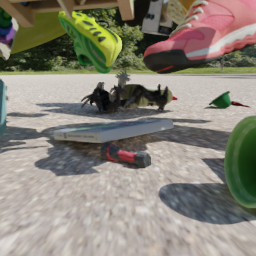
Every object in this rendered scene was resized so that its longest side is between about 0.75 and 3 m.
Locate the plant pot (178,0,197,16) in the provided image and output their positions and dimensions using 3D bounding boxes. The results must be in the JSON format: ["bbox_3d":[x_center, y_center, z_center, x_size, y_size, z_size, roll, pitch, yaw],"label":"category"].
[{"bbox_3d":[2.260,-2.658,5.746,2.039,2.227,2.227,-34,3,18],"label":"plant pot"}]

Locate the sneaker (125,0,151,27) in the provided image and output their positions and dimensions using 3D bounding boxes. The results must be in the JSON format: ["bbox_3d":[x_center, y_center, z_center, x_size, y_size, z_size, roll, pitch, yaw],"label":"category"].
[{"bbox_3d":[0.202,-2.315,4.829,0.421,1.008,0.608,16,44,-14],"label":"sneaker"}]

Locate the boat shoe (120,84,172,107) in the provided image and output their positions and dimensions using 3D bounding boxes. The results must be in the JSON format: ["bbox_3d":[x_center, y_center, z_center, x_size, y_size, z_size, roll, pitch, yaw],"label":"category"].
[{"bbox_3d":[0.565,-1.243,10.841,2.268,0.847,0.776,4,7,-27],"label":"boat shoe"}]

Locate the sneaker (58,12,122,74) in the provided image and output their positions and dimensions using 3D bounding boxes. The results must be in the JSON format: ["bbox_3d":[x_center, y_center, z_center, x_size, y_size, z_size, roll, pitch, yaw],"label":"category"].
[{"bbox_3d":[-0.983,-1.914,6.134,0.835,0.942,2.254,-4,38,-34],"label":"sneaker"}]

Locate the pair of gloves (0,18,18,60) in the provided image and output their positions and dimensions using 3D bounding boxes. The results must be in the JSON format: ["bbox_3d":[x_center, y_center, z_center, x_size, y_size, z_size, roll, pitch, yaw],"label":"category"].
[{"bbox_3d":[-3.068,-2.529,6.187,0.322,1.838,1.563,-12,53,6],"label":"pair of gloves"}]

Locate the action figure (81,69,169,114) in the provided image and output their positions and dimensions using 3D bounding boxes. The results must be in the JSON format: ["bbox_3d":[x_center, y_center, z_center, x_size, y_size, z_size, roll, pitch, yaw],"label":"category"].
[{"bbox_3d":[-0.166,-1.208,9.288,2.771,1.414,1.647,-1,23,-11],"label":"action figure"}]

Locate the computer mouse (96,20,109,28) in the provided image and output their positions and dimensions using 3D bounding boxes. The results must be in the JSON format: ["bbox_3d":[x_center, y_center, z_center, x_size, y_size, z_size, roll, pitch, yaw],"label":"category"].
[{"bbox_3d":[-1.002,-2.700,7.398,1.009,0.296,0.172,-6,0,4],"label":"computer mouse"}]

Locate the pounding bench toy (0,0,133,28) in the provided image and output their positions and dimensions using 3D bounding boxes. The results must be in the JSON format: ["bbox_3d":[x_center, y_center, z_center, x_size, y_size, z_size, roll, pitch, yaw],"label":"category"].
[{"bbox_3d":[-1.101,-2.607,3.355,2.072,1.650,2.656,-2,-5,6],"label":"pounding bench toy"}]

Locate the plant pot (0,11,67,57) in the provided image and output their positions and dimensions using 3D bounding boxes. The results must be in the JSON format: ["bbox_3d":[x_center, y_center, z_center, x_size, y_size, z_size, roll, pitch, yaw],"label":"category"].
[{"bbox_3d":[-3.196,-3.249,8.086,2.507,2.346,2.346,-35,16,-1],"label":"plant pot"}]

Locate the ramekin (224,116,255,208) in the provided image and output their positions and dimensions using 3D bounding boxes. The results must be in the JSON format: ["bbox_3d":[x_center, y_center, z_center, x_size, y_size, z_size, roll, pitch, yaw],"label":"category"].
[{"bbox_3d":[1.559,0.387,3.137,0.494,1.011,1.011,6,12,-10],"label":"ramekin"}]

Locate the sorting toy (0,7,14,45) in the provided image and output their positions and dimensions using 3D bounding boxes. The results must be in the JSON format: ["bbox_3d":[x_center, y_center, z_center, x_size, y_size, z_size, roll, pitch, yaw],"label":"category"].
[{"bbox_3d":[-2.309,-2.974,5.166,0.947,2.731,0.941,3,-14,-38],"label":"sorting toy"}]

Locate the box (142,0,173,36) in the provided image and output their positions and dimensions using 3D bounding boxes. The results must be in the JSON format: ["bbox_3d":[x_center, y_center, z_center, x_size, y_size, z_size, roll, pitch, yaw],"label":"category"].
[{"bbox_3d":[1.131,-4.303,9.832,0.586,1.948,1.136,0,18,-29],"label":"box"}]

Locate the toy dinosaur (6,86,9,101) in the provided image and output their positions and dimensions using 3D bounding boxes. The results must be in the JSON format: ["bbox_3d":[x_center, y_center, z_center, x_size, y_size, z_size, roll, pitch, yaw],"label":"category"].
[{"bbox_3d":[-5.711,-1.430,11.851,1.164,0.670,2.302,-7,14,-22],"label":"toy dinosaur"}]

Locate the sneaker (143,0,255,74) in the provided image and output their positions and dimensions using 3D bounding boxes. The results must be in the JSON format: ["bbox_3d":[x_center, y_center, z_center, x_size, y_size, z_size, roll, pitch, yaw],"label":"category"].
[{"bbox_3d":[1.191,-1.617,4.418,2.559,1.110,0.943,-25,11,-26],"label":"sneaker"}]

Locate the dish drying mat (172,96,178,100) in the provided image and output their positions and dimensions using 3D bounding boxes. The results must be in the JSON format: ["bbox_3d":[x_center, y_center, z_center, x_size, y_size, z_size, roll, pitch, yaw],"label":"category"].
[{"bbox_3d":[1.736,-1.473,13.149,0.659,0.156,1.716,-3,13,-10],"label":"dish drying mat"}]

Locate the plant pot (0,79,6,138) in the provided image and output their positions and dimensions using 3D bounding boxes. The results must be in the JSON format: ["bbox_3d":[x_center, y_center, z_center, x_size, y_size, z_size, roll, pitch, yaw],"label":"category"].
[{"bbox_3d":[-3.246,-0.363,5.018,1.740,1.744,1.777,6,8,24],"label":"plant pot"}]

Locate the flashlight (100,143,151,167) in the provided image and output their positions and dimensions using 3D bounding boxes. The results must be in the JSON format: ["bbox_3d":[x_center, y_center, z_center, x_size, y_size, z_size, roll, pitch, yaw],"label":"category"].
[{"bbox_3d":[-0.051,0.427,4.494,0.831,0.282,0.281,8,15,34],"label":"flashlight"}]

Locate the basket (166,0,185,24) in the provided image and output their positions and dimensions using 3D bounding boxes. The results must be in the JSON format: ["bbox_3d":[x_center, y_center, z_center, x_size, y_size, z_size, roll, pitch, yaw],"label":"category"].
[{"bbox_3d":[2.671,-3.706,8.518,1.823,1.660,2.690,-20,52,-33],"label":"basket"}]

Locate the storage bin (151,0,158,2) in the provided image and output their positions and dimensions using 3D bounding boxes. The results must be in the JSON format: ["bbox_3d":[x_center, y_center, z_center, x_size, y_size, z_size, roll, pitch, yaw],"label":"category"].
[{"bbox_3d":[0.795,-4.261,7.543,0.914,1.352,0.634,41,5,9],"label":"storage bin"}]

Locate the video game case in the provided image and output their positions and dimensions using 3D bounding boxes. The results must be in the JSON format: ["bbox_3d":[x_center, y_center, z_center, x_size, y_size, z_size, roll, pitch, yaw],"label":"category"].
[{"bbox_3d":[-0.306,0.028,5.764,1.857,0.217,1.688,-11,7,-40],"label":"video game case"}]

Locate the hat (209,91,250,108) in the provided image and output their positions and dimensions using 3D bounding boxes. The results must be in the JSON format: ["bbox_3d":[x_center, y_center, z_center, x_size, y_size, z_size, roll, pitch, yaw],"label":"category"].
[{"bbox_3d":[3.572,-0.756,10.116,0.850,0.903,1.026,-25,-12,-24],"label":"hat"}]
